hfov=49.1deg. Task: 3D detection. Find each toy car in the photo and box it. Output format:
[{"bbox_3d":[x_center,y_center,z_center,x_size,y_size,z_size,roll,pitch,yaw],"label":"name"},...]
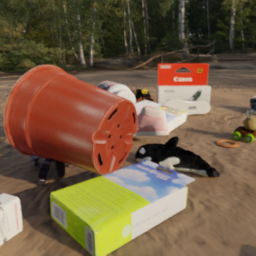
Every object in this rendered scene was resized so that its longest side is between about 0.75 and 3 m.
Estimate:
[{"bbox_3d":[4.438,-0.129,10.450,0.901,1.142,0.938,12,19,36],"label":"toy car"}]

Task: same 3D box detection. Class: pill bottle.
[{"bbox_3d":[-0.708,-1.575,14.820,1.561,1.561,2.820,-7,16,-23],"label":"pill bottle"}]

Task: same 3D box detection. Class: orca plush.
[{"bbox_3d":[1.300,0.723,7.845,1.319,0.891,2.506,-14,21,-40],"label":"orca plush"}]

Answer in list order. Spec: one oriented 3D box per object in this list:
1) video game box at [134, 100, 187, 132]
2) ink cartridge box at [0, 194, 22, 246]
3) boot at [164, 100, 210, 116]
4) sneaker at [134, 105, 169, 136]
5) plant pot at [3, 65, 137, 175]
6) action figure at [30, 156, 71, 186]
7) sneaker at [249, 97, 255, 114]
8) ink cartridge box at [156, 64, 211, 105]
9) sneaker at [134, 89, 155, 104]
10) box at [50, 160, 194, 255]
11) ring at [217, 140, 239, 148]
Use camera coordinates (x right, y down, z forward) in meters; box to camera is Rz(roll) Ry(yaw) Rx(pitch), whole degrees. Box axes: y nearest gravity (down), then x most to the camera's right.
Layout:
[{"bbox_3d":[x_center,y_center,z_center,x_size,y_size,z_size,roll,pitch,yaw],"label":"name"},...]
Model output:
[{"bbox_3d":[1.156,-0.548,12.468,2.269,0.583,2.491,16,22,27],"label":"video game box"},{"bbox_3d":[-2.347,1.670,4.813,0.404,0.693,0.957,8,17,26],"label":"ink cartridge box"},{"bbox_3d":[2.932,-1.016,14.576,2.402,0.874,1.085,3,3,-5],"label":"boot"},{"bbox_3d":[0.479,-0.237,10.156,2.112,1.104,0.795,-3,1,36],"label":"sneaker"},{"bbox_3d":[-1.150,-0.082,6.473,2.256,2.320,2.320,19,23,27],"label":"plant pot"},{"bbox_3d":[-2.101,0.891,7.783,1.223,0.652,1.879,-7,15,-10],"label":"action figure"},{"bbox_3d":[6.998,-1.248,15.237,0.761,0.770,1.940,4,17,10],"label":"sneaker"},{"bbox_3d":[3.043,-2.214,15.365,2.904,2.520,0.632,-1,16,-3],"label":"ink cartridge box"},{"bbox_3d":[0.917,-1.460,15.127,0.931,1.198,2.661,-5,16,-19],"label":"sneaker"},{"bbox_3d":[-0.045,1.446,5.739,2.614,0.623,1.594,-13,20,-39],"label":"box"},{"bbox_3d":[3.542,0.574,9.942,0.760,0.073,0.760,0,16,0],"label":"ring"}]
